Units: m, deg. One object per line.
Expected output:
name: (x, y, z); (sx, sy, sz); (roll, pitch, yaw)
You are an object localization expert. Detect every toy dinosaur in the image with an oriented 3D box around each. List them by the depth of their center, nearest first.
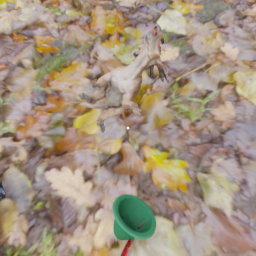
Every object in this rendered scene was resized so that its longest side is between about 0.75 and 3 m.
toy dinosaur: (-0.038, -0.841, 5.693); (0.998, 2.325, 1.576); (49, 53, -8)

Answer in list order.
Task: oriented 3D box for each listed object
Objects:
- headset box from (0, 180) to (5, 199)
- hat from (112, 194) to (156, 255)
headset box: (-3.858, 1.527, 7.099); (1.099, 0.510, 0.957); (-25, 67, -12)
hat: (-0.160, 2.527, 6.799); (1.185, 1.260, 1.431); (37, 27, 7)
